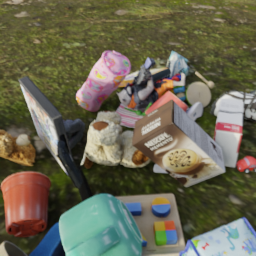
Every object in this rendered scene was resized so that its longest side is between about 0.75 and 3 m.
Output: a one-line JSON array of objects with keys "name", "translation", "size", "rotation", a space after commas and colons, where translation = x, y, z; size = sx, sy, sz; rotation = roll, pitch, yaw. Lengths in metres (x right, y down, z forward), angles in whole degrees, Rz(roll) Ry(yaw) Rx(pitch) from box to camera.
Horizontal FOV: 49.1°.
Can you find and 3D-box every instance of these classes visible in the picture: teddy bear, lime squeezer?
[{"name": "teddy bear", "translation": [-4.000, 0.317, 8.359], "size": [2.667, 1.934, 0.890], "rotation": [21, 73, -12]}, {"name": "lime squeezer", "translation": [0.451, -0.659, 10.849], "size": [1.415, 0.500, 0.267], "rotation": [-5, 55, 45]}]

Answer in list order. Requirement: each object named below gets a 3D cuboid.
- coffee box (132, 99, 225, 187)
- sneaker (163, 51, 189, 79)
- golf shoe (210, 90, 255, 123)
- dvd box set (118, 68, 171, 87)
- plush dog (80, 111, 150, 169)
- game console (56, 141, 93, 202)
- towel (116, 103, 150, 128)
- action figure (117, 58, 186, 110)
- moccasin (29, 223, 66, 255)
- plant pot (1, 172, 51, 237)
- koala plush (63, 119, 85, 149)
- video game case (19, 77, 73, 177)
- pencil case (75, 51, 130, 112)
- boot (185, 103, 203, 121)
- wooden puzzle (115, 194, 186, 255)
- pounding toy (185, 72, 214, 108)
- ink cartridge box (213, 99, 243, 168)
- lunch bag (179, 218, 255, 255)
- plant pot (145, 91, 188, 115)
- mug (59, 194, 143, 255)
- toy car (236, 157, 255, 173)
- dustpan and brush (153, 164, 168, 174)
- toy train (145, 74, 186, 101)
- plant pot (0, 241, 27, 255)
[{"name": "coffee box", "translation": [1.405, 0.513, 7.733], "size": [1.350, 2.388, 0.953], "rotation": [-32, 32, 33]}, {"name": "sneaker", "translation": [2.349, -2.732, 13.267], "size": [1.132, 1.018, 2.622], "rotation": [19, 47, -2]}, {"name": "golf shoe", "translation": [4.528, -0.782, 10.745], "size": [2.696, 1.048, 1.274], "rotation": [-11, 40, -12]}, {"name": "dvd box set", "translation": [0.585, -2.215, 12.382], "size": [1.608, 0.323, 2.198], "rotation": [-28, 20, -30]}, {"name": "plush dog", "translation": [-0.234, 0.647, 8.621], "size": [1.997, 1.866, 2.325], "rotation": [16, 13, -2]}, {"name": "game console", "translation": [-1.304, 1.203, 7.023], "size": [0.271, 2.252, 1.328], "rotation": [-24, 38, -8]}, {"name": "towel", "translation": [0.164, -0.621, 11.157], "size": [1.284, 0.263, 1.755], "rotation": [13, 40, 15]}, {"name": "action figure", "translation": [0.909, -1.376, 10.513], "size": [2.622, 2.710, 1.418], "rotation": [-10, 70, -15]}, {"name": "moccasin", "translation": [-1.700, 2.985, 5.968], "size": [0.894, 0.758, 2.223], "rotation": [-10, 22, 36]}, {"name": "plant pot", "translation": [-2.595, 2.002, 7.166], "size": [1.272, 1.272, 1.237], "rotation": [-9, 47, -11]}, {"name": "koala plush", "translation": [-2.230, 0.029, 9.830], "size": [1.146, 1.016, 1.053], "rotation": [16, 32, 22]}, {"name": "video game case", "translation": [-2.496, -0.036, 8.707], "size": [0.333, 2.357, 2.609], "rotation": [-26, 45, -24]}, {"name": "pencil case", "translation": [-1.015, -1.693, 10.526], "size": [1.199, 2.743, 1.199], "rotation": [14, 59, -25]}, {"name": "boot", "translation": [2.324, -0.576, 10.884], "size": [0.722, 0.581, 1.598], "rotation": [0, 21, 36]}, {"name": "wooden puzzle", "translation": [0.485, 2.400, 7.195], "size": [1.733, 0.433, 1.871], "rotation": [-3, 38, -3]}, {"name": "pounding toy", "translation": [2.893, -1.460, 11.836], "size": [1.100, 0.661, 1.425], "rotation": [29, 78, -11]}, {"name": "ink cartridge box", "translation": [3.277, 0.124, 9.246], "size": [0.792, 1.402, 1.910], "rotation": [9, 39, 18]}, {"name": "lunch bag", "translation": [2.235, 3.079, 5.840], "size": [1.580, 1.184, 1.858], "rotation": [-13, 52, -18]}, {"name": "plant pot", "translation": [1.419, -0.593, 9.972], "size": [1.280, 1.132, 1.280], "rotation": [37, 10, -8]}, {"name": "mug", "translation": [-0.437, 2.324, 5.781], "size": [1.272, 1.690, 2.057], "rotation": [-30, 20, -2]}, {"name": "toy car", "translation": [4.472, 0.964, 9.045], "size": [1.728, 0.385, 1.626], "rotation": [15, 41, 18]}, {"name": "dustpan and brush", "translation": [1.050, 1.182, 8.953], "size": [0.567, 0.232, 0.812], "rotation": [5, 44, -8]}, {"name": "toy train", "translation": [1.472, -1.526, 11.761], "size": [1.844, 1.067, 0.781], "rotation": [-11, 17, 23]}, {"name": "plant pot", "translation": [-2.271, 3.222, 5.346], "size": [1.137, 1.694, 1.694], "rotation": [-42, 53, -20]}]
